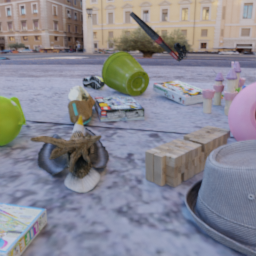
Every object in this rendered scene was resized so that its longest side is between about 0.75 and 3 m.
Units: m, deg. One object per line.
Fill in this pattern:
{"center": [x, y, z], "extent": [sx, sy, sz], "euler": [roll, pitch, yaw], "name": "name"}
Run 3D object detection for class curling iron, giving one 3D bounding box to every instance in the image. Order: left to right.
{"center": [1.110, -3.318, 10.194], "extent": [2.607, 0.646, 0.333], "euler": [32, -20, -13], "name": "curling iron"}

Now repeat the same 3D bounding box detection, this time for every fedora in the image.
{"center": [2.109, 0.872, 4.087], "extent": [2.475, 1.117, 2.189], "euler": [8, 18, 25], "name": "fedora"}

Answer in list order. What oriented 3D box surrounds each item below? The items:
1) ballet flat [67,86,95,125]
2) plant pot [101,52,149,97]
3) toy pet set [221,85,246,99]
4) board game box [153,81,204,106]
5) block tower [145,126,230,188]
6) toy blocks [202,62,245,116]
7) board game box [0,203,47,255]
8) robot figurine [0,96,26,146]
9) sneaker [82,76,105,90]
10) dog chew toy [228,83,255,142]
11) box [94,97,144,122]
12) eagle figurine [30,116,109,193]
{"center": [-1.737, -0.924, 9.935], "extent": [0.962, 1.026, 2.837], "euler": [-19, 18, 3], "name": "ballet flat"}
{"center": [0.000, -2.573, 14.238], "extent": [2.098, 2.098, 2.020], "euler": [-9, 32, -27], "name": "plant pot"}
{"center": [5.025, -1.751, 13.307], "extent": [1.327, 0.705, 1.239], "euler": [-5, 18, -15], "name": "toy pet set"}
{"center": [2.437, -1.669, 12.983], "extent": [1.496, 0.410, 2.370], "euler": [-12, 28, -29], "name": "board game box"}
{"center": [1.358, 0.545, 5.991], "extent": [2.331, 0.674, 0.629], "euler": [-18, 25, -42], "name": "block tower"}
{"center": [4.190, -1.570, 10.661], "extent": [2.275, 1.915, 2.126], "euler": [10, 19, 29], "name": "toy blocks"}
{"center": [-2.006, 1.397, 3.876], "extent": [1.426, 0.244, 0.958], "euler": [4, 17, 12], "name": "board game box"}
{"center": [-3.730, -0.249, 7.383], "extent": [2.271, 1.314, 1.993], "euler": [12, 12, 35], "name": "robot figurine"}
{"center": [-1.825, -2.643, 16.145], "extent": [0.880, 0.762, 1.949], "euler": [-10, 19, -37], "name": "sneaker"}
{"center": [3.273, -0.197, 6.752], "extent": [1.647, 1.647, 2.645], "euler": [6, 0, 19], "name": "dog chew toy"}
{"center": [-0.412, -0.755, 10.499], "extent": [1.545, 0.450, 2.257], "euler": [-4, 18, -12], "name": "box"}
{"center": [-1.086, 0.457, 5.831], "extent": [1.443, 1.435, 1.902], "euler": [39, -18, -4], "name": "eagle figurine"}
